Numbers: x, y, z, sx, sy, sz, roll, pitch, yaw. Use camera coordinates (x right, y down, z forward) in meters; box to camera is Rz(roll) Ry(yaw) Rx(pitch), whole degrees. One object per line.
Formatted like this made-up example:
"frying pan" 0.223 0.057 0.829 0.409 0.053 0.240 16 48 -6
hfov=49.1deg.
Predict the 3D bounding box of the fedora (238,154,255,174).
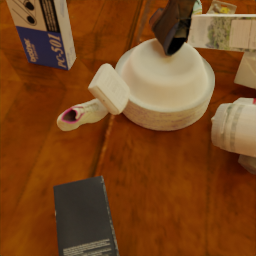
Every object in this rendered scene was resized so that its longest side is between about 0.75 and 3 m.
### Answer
"fedora" 2.735 0.732 6.213 0.796 0.900 0.406 41 91 -16

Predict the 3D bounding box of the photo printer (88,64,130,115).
"photo printer" -0.362 -0.818 6.160 0.330 0.951 0.792 -13 43 40

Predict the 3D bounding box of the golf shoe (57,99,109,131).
"golf shoe" -0.980 -0.348 6.500 1.378 0.631 0.519 -27 85 -14

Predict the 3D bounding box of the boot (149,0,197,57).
"boot" 1.258 -2.467 6.066 0.772 2.066 1.001 -9 74 -28

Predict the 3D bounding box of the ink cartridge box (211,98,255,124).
"ink cartridge box" 2.729 -0.233 6.770 1.140 0.475 0.828 -33 25 -20

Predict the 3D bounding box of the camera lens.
"camera lens" 2.392 0.048 5.490 1.233 0.986 0.986 13 53 34

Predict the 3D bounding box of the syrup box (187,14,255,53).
"syrup box" 2.560 -2.450 7.138 0.830 0.803 2.039 -21 30 -36

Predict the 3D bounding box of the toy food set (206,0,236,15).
"toy food set" 3.214 -4.031 9.798 0.882 0.371 1.229 22 57 15

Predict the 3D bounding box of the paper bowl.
"paper bowl" 0.928 -1.303 7.254 2.562 1.332 2.562 0 53 0

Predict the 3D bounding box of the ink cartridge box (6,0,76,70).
"ink cartridge box" -2.304 -2.907 7.436 1.353 2.878 0.636 12 55 9

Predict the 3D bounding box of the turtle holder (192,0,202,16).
"turtle holder" 2.046 -3.892 9.389 0.821 0.878 1.156 -11 54 -8

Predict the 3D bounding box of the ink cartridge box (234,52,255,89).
"ink cartridge box" 4.021 -1.988 7.856 1.434 0.830 2.469 21 45 17

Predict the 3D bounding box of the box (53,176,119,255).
"box" -0.640 1.877 4.774 0.841 1.616 1.472 -10 55 -6
